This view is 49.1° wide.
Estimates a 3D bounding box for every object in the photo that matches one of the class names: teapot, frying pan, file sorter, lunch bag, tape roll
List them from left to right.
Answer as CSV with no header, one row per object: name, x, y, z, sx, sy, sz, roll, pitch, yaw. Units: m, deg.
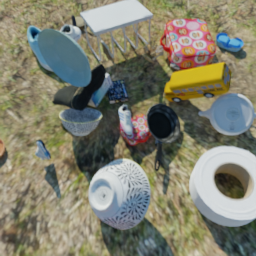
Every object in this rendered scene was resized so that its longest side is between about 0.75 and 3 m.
file sorter,-0.444,-4.022,11.552,2.413,1.502,1.674,-22,52,-14
lunch bag,0.345,0.102,9.713,1.082,0.443,0.953,-30,63,-17
frying pan,1.239,0.304,9.466,1.419,0.382,2.346,2,72,-29
lunch bag,2.362,-3.505,11.619,2.077,0.966,2.359,-4,59,-2
tape roll,3.075,1.733,8.506,2.321,0.812,2.321,0,58,1
teapot,3.548,-0.463,9.717,1.533,1.135,1.554,-43,85,8

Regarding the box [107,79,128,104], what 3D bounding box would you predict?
box,-0.442,-1.404,10.775,0.754,0.218,0.949,-11,59,-6

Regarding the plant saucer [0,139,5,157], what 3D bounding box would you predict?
plant saucer,-4.660,0.765,9.462,1.013,0.190,1.013,0,58,0

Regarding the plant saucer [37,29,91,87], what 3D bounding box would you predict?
plant saucer,-1.831,-2.149,8.470,2.020,2.020,0.389,28,58,16

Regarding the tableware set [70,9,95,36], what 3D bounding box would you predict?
tableware set,-1.693,-4.963,12.968,1.490,0.207,1.783,30,61,13

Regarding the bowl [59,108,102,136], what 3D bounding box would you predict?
bowl,-1.621,-0.154,9.603,1.439,0.675,1.439,3,24,-1

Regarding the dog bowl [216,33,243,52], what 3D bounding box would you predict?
dog bowl,4.355,-3.682,12.133,1.184,0.294,0.660,26,62,15

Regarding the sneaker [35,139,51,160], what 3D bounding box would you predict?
sneaker,-2.788,0.745,8.897,0.406,0.937,0.351,-17,46,-5

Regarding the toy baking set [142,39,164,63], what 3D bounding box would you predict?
toy baking set,0.970,-2.872,10.643,0.121,1.043,0.800,38,96,46

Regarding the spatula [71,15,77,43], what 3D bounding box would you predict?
spatula,-2.110,-3.471,11.201,0.220,0.604,2.137,-4,87,16

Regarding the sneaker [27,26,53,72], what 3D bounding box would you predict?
sneaker,-3.446,-3.262,11.446,0.920,1.020,2.489,-39,66,-20

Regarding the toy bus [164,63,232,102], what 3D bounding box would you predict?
toy bus,2.305,-1.529,9.749,2.416,0.946,0.786,-3,65,42

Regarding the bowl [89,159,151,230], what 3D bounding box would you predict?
bowl,-0.454,1.821,7.761,1.993,0.935,1.993,-8,75,34

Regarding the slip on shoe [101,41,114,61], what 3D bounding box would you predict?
slip on shoe,-0.803,-2.793,10.170,0.253,0.836,0.318,-36,50,2

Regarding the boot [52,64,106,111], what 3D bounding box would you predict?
boot,-1.784,-1.542,9.989,1.369,0.767,1.980,10,54,35

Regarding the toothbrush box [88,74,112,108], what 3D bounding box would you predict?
toothbrush box,-1.329,-1.504,10.510,0.923,0.538,1.261,21,66,23

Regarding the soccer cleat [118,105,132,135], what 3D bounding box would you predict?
soccer cleat,-0.070,-0.291,9.398,0.377,0.466,1.079,1,56,-32

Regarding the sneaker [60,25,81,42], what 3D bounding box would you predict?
sneaker,-2.068,-3.409,10.022,0.595,0.577,1.629,3,36,2
